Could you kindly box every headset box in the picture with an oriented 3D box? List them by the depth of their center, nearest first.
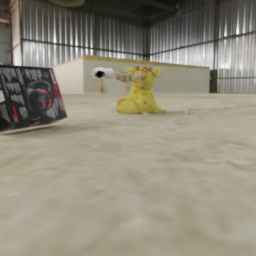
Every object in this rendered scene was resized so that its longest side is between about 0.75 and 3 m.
[{"bbox_3d":[-3.109,-0.957,8.898,0.916,1.814,2.441,-18,-1,31],"label":"headset box"}]

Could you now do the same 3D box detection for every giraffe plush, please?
[{"bbox_3d":[0.621,-1.926,14.139,2.481,2.332,2.875,-3,9,-20],"label":"giraffe plush"}]

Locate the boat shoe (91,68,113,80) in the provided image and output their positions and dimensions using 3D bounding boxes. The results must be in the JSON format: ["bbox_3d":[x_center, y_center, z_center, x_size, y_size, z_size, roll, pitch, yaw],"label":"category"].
[{"bbox_3d":[-1.057,-1.968,10.309,0.434,0.456,1.268,-12,21,-39],"label":"boat shoe"}]

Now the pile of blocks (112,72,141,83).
[{"bbox_3d":[-0.047,-1.667,9.327,0.975,0.303,0.400,11,32,12],"label":"pile of blocks"}]
